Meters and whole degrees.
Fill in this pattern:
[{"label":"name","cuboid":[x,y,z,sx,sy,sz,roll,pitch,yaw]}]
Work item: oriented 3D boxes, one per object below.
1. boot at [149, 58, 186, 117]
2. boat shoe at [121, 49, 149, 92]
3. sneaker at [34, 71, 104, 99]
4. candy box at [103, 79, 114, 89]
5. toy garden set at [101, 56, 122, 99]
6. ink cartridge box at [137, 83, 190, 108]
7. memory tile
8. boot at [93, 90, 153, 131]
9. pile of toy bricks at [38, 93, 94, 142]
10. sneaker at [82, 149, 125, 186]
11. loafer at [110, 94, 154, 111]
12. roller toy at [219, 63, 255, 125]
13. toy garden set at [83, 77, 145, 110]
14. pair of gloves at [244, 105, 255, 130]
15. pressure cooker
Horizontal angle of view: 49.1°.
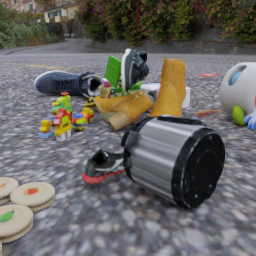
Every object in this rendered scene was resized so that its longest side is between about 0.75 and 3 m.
[{"label":"boot","cuboid":[1.028,-0.933,7.807,0.959,1.952,2.727,7,19,22]},{"label":"boat shoe","cuboid":[0.230,-1.701,8.064,0.750,0.845,2.261,3,28,4]},{"label":"sneaker","cuboid":[-2.465,-1.869,12.047,2.915,1.108,2.106,-6,16,-21]},{"label":"candy box","cuboid":[-1.075,-2.280,14.469,0.900,0.403,1.320,-2,18,-7]},{"label":"toy garden set","cuboid":[-0.483,-1.514,9.198,0.360,1.502,1.802,10,17,-16]},{"label":"ink cartridge box","cuboid":[1.281,-1.191,10.575,1.739,0.732,1.257,15,23,39]},{"label":"memory tile","cuboid":[-2.628,1.192,4.053,2.710,0.227,2.077,4,18,13]},{"label":"boot","cuboid":[-0.151,-0.717,8.400,1.406,0.691,1.964,-34,36,-8]},{"label":"pile of toy bricks","cuboid":[-1.773,-0.461,7.850,1.151,1.025,2.075,6,19,17]},{"label":"sneaker","cuboid":[-0.339,0.605,4.994,1.072,0.524,0.379,-19,36,-41]},{"label":"loafer","cuboid":[0.156,-1.041,10.178,1.851,0.696,0.645,10,24,29]},{"label":"roller toy","cuboid":[3.795,-1.099,8.640,1.912,1.744,1.336,-10,20,-28]},{"label":"toy garden set","cuboid":[-0.507,-1.336,9.924,1.815,0.435,2.178,-6,37,24]},{"label":"pair of gloves","cuboid":[3.529,-0.342,7.072,1.165,0.133,0.937,-8,42,46]},{"label":"pressure cooker","cuboid":[0.627,0.471,4.578,1.320,1.300,1.478,-33,33,-33]}]
